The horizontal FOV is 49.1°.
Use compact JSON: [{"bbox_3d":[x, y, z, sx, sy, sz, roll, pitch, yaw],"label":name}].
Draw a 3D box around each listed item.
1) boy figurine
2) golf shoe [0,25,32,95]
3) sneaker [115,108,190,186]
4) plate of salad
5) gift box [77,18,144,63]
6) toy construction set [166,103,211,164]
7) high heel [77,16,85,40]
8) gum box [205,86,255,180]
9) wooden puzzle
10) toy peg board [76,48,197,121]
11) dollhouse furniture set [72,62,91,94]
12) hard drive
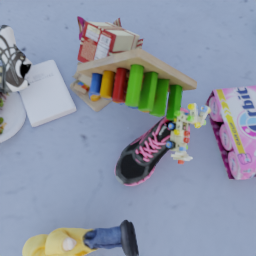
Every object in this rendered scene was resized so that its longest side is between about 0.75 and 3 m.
[{"bbox_3d":[-1.199,2.695,6.353,2.708,1.684,0.872,-13,65,5],"label":"boy figurine"},{"bbox_3d":[-3.524,-2.160,8.764,1.075,0.885,2.276,-5,78,-2],"label":"golf shoe"},{"bbox_3d":[0.731,0.412,7.733,1.112,1.342,2.814,43,70,14],"label":"sneaker"},{"bbox_3d":[-4.413,-0.620,8.336,2.596,0.624,2.596,12,52,-15],"label":"plate of salad"},{"bbox_3d":[-0.511,-2.656,9.008,1.477,1.600,1.494,36,30,20],"label":"gift box"},{"bbox_3d":[1.376,0.167,6.703,0.692,0.986,1.503,29,73,-35],"label":"toy construction set"},{"bbox_3d":[-1.615,-3.304,9.296,0.368,0.258,0.765,20,69,-35],"label":"high heel"},{"bbox_3d":[3.416,0.151,8.088,1.530,0.892,2.697,-6,61,-6],"label":"gum box"},{"bbox_3d":[-1.039,-1.372,9.266,1.291,0.323,1.394,-40,69,-19],"label":"wooden puzzle"},{"bbox_3d":[0.160,-0.934,7.586,2.387,2.397,1.172,0,78,46],"label":"toy peg board"},{"bbox_3d":[-1.529,-1.646,9.318,0.878,0.502,1.029,-58,32,3],"label":"dollhouse furniture set"},{"bbox_3d":[-2.758,-1.185,9.169,1.435,0.276,2.175,-22,64,-13],"label":"hard drive"}]
